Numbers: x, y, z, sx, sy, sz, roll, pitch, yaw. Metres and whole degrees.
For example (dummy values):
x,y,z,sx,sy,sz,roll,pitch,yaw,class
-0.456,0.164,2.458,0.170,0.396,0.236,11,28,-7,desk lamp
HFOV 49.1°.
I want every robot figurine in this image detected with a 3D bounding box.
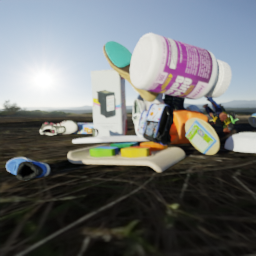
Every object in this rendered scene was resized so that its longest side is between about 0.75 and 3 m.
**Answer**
x,y,z,sx,sy,sz,roll,pitch,yaw,class
2.229,-0.038,11.144,2.319,1.668,1.352,-1,32,-31,robot figurine

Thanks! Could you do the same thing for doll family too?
x,y,z,sx,sy,sz,roll,pitch,yaw,class
3.571,-0.447,10.843,2.175,1.257,0.854,22,-52,-39,doll family

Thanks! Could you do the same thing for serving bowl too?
x,y,z,sx,sy,sz,roll,pitch,yaw,class
4.196,0.464,9.598,1.685,0.554,1.685,-1,4,0,serving bowl

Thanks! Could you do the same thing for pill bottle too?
x,y,z,sx,sy,sz,roll,pitch,yaw,class
1.472,-1.551,7.662,2.581,1.449,1.449,8,1,-23,pill bottle

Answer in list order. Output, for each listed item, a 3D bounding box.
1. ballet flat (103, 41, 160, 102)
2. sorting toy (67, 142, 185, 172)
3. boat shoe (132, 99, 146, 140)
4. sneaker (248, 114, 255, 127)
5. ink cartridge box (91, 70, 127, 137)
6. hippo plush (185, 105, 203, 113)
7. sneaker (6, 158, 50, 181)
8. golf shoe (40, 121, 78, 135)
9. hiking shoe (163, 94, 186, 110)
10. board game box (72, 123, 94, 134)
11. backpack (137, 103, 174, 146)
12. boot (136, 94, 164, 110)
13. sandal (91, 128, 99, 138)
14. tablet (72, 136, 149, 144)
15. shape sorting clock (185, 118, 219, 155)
x,y,z,sx,sy,sz,roll,pitch,yaw,class
0.020,-1.757,8.935,0.905,0.831,2.636,-27,59,-26,ballet flat
0.037,0.652,7.597,2.539,0.463,2.350,3,5,26,sorting toy
0.301,-0.264,8.240,0.481,1.308,0.437,-31,-42,30,boat shoe
4.802,-0.172,9.414,0.601,0.505,1.534,-19,24,-14,sneaker
-0.696,-0.953,11.087,1.104,2.667,1.944,-1,11,6,ink cartridge box
2.984,-0.563,13.496,1.502,1.886,1.516,11,-9,-29,hippo plush
-2.161,0.818,5.665,1.001,0.384,0.557,8,-2,17,sneaker
-3.586,0.118,14.594,1.978,0.763,0.871,-5,20,4,golf shoe
1.872,-1.117,11.900,0.879,2.321,1.169,-8,11,44,hiking shoe
-2.644,0.021,16.109,2.848,0.521,2.155,1,4,7,board game box
0.772,-0.124,7.370,0.835,1.033,1.084,19,-2,25,backpack
0.900,-0.946,11.776,0.901,1.171,2.450,-1,-22,-8,boot
-1.069,0.166,9.108,0.234,0.325,0.819,-13,8,-7,sandal
-0.205,0.367,8.908,2.701,0.184,1.758,1,-4,-35,tablet
1.942,0.220,7.388,0.217,1.108,1.108,-37,22,-25,shape sorting clock
